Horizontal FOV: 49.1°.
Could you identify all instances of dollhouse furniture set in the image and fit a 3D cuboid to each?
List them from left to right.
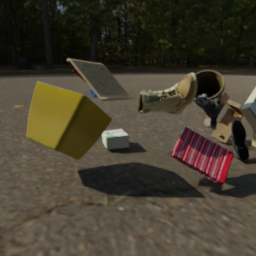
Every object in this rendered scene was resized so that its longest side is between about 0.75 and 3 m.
[{"bbox_3d":[3.102,-0.601,10.579,1.722,1.476,1.811,34,7,38],"label":"dollhouse furniture set"}]

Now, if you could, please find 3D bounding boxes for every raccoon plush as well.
[{"bbox_3d":[2.145,-0.427,7.723,0.685,1.022,0.494,0,1,-4],"label":"raccoon plush"}]

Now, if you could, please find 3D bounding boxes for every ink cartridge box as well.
[{"bbox_3d":[-0.506,0.423,10.612,0.836,0.482,1.146,-7,13,-13],"label":"ink cartridge box"}]

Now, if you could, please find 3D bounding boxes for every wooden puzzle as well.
[{"bbox_3d":[-0.812,-1.300,8.117,1.725,0.399,1.598,47,25,16],"label":"wooden puzzle"}]

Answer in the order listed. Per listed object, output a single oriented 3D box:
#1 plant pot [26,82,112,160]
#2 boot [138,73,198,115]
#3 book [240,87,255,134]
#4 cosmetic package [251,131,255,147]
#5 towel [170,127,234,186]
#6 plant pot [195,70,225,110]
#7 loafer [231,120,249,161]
[{"bbox_3d":[-1.791,-0.081,7.957,1.750,1.543,1.750,19,-11,27],"label":"plant pot"},{"bbox_3d":[1.002,-0.856,7.460,1.284,0.598,1.660,0,-26,-15],"label":"boot"},{"bbox_3d":[4.619,-0.221,9.012,1.461,2.187,0.526,-48,13,-29],"label":"book"},{"bbox_3d":[5.318,-0.299,10.278,1.135,2.158,0.767,-5,15,-11],"label":"cosmetic package"},{"bbox_3d":[1.962,0.704,7.303,1.491,0.168,1.078,30,58,7],"label":"towel"},{"bbox_3d":[2.456,-1.054,8.710,1.125,1.125,0.976,9,-26,29],"label":"plant pot"},{"bbox_3d":[3.625,0.424,9.320,0.488,1.341,0.485,-4,-6,-7],"label":"loafer"}]
